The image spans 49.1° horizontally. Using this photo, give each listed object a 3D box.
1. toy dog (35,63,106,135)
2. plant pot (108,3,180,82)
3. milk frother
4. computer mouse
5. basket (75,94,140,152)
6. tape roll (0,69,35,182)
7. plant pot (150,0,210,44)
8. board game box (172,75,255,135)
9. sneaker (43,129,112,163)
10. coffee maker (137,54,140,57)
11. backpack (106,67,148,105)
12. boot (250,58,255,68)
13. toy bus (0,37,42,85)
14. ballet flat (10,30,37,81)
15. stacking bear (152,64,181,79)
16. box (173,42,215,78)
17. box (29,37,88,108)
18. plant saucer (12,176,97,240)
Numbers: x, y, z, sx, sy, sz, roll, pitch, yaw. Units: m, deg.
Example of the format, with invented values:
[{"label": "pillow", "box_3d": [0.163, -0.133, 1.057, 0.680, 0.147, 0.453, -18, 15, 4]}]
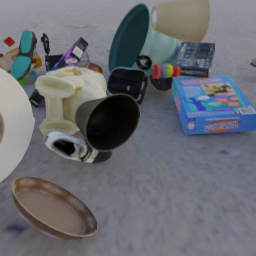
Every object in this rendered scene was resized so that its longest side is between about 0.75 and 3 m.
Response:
[{"label": "toy dog", "box_3d": [-1.316, -1.059, 8.007, 2.332, 1.678, 2.405, -5, 27, 5]}, {"label": "plant pot", "box_3d": [0.715, -2.842, 10.358, 1.860, 2.776, 2.776, 15, 23, -30]}, {"label": "milk frother", "box_3d": [-2.468, -2.840, 10.939, 1.570, 1.669, 1.507, -14, 31, -22]}, {"label": "computer mouse", "box_3d": [0.862, -1.663, 8.994, 0.683, 0.396, 2.329, 0, -14, 31]}, {"label": "basket", "box_3d": [-0.590, -0.169, 6.008, 1.273, 0.960, 1.412, -46, 22, -15]}, {"label": "tape roll", "box_3d": [-3.606, -0.161, 5.497, 1.910, 2.782, 2.782, 24, 39, 33]}, {"label": "plant pot", "box_3d": [0.899, -2.026, 5.191, 0.903, 0.846, 0.846, -2, 31, -13]}, {"label": "board game box", "box_3d": [2.418, -0.786, 8.321, 1.912, 0.566, 2.514, -3, 35, 2]}, {"label": "sneaker", "box_3d": [-1.039, 0.504, 6.102, 1.574, 0.583, 0.696, 15, 9, -24]}, {"label": "coffee maker", "box_3d": [0.626, -2.273, 10.314, 0.873, 0.908, 0.612, -13, 1, -42]}, {"label": "backpack", "box_3d": [-0.032, -1.353, 8.958, 1.221, 1.084, 0.919, 13, -6, 12]}, {"label": "boot", "box_3d": [6.159, -3.043, 10.219, 2.868, 2.096, 1.007, 1, 39, -16]}, {"label": "toy bus", "box_3d": [-4.324, -2.491, 10.993, 1.859, 0.961, 1.754, 13, 72, -4]}, {"label": "ballet flat", "box_3d": [-3.708, -2.563, 10.251, 0.673, 1.980, 0.677, 12, -10, 9]}, {"label": "stacking bear", "box_3d": [1.183, -1.689, 8.403, 0.798, 0.454, 0.485, -2, 13, -16]}, {"label": "box", "box_3d": [2.242, -2.331, 9.464, 1.176, 0.380, 1.491, 9, 51, 18]}, {"label": "box", "box_3d": [-2.241, -1.811, 9.037, 0.410, 2.271, 1.623, 39, 25, -21]}, {"label": "plant saucer", "box_3d": [-1.248, 1.361, 4.697, 1.592, 0.255, 1.592, 32, 4, -2]}]
